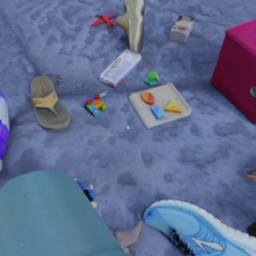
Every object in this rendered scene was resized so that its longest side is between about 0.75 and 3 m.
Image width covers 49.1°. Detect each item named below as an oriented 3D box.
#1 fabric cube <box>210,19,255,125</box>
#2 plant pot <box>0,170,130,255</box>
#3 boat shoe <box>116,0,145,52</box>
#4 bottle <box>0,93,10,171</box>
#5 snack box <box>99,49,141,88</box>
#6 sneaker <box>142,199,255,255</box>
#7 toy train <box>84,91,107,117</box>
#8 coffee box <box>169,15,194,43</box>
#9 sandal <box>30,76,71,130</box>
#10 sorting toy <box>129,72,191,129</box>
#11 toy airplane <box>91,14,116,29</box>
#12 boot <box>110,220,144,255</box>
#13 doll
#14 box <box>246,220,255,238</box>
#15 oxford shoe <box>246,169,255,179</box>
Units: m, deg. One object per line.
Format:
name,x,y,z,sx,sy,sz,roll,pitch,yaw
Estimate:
fabric cube,4.205,-1.842,8.517,2.184,2.142,2.177,-25,57,-17
plant pot,-1.393,2.461,5.104,2.859,2.859,2.800,-26,50,-18
boat shoe,0.070,-3.901,10.601,1.062,0.999,2.789,4,52,-1
bottle,-3.930,0.081,7.890,1.071,0.837,2.565,-12,54,-12
snack box,-0.248,-2.139,9.880,0.641,0.217,1.782,28,56,14
sneaker,1.535,2.530,5.941,2.850,1.117,1.282,24,60,17
toy train,-0.860,-0.780,8.843,0.972,0.411,0.562,-35,71,-23
coffee box,2.140,-3.921,11.107,0.651,0.454,1.139,19,56,13
sandal,-2.544,-0.885,8.721,0.989,0.665,2.463,-20,56,-14
sorting toy,0.860,-1.022,9.044,1.562,0.311,2.113,-20,56,-14
toy airplane,-0.948,-4.457,11.649,1.233,0.227,1.233,0,53,0
boot,-0.114,2.506,6.410,0.743,0.357,1.016,14,54,12
doll,-1.123,1.682,7.073,0.624,0.222,0.915,-46,67,-5
box,4.018,2.807,5.655,1.416,1.060,2.828,-21,56,-23
oxford shoe,3.726,0.997,7.293,1.404,0.500,0.509,-13,84,-2
